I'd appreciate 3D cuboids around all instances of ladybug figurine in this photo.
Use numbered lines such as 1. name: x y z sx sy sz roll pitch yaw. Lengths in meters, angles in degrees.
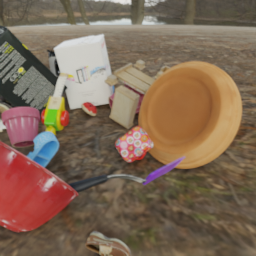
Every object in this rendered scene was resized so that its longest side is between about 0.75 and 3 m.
1. ladybug figurine: -1.401 -0.712 10.206 0.607 0.322 0.895 31 8 -29

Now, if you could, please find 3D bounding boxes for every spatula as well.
1. spatula: -0.196 1.019 5.479 2.785 0.787 0.286 -8 65 -16

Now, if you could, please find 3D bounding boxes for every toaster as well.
1. toaster: -3.470 -3.650 15.663 1.926 1.264 2.130 -7 26 -15

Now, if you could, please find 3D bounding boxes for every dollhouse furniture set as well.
1. dollhouse furniture set: 0.332 -1.373 9.955 1.428 1.220 2.755 33 45 20

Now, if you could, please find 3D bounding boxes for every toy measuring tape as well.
1. toy measuring tape: -2.286 -0.683 9.180 0.873 0.873 2.372 2 56 4

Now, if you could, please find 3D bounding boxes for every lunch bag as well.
1. lunch bag: 0.171 0.456 7.046 0.849 0.348 0.748 -35 64 3

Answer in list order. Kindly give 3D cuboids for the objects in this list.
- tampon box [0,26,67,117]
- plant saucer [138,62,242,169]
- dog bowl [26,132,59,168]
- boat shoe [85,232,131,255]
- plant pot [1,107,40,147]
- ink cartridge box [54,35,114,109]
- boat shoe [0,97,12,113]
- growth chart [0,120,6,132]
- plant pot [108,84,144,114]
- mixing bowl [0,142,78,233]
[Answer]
1. tampon box: -3.870 -1.878 9.672 1.709 2.707 2.029 -49 41 -7
2. plant saucer: 1.352 -0.396 7.073 2.802 2.802 0.524 23 2 40
3. dog bowl: -2.075 0.631 6.591 0.282 1.137 0.633 35 -3 31
4. boat shoe: -0.350 2.027 4.673 0.852 0.322 0.306 5 27 32
5. plant pot: -2.645 0.017 7.020 0.917 0.821 0.917 -12 -15 -3
6. ink cartridge box: -1.614 -2.229 10.995 1.718 2.375 1.749 -8 26 4
7. boat shoe: -4.551 -0.864 10.180 1.720 0.619 0.557 12 56 50
8. growth chart: -4.135 -0.177 9.588 0.912 0.112 1.260 16 30 32
9. plant pot: -0.037 -0.965 10.117 1.137 1.270 1.270 -27 33 -16
10. mixing bowl: -2.051 1.151 5.084 2.008 2.008 1.088 18 65 33
